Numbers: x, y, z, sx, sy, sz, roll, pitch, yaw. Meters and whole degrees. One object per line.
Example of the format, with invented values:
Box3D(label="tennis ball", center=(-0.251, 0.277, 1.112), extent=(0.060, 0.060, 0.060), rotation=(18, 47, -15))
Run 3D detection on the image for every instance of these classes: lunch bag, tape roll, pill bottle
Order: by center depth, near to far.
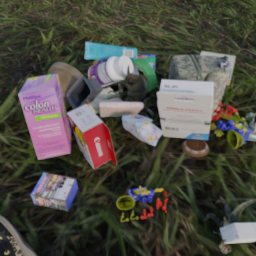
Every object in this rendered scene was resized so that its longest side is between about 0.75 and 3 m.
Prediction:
Box3D(label="lunch bag", center=(0.477, -0.012, 10.162), extent=(1.068, 1.259, 0.801), rotation=(24, 82, 51))
Box3D(label="lunch bag", center=(2.838, -1.640, 11.386), extent=(2.192, 2.613, 1.821), rotation=(-5, 39, -4))
Box3D(label="pill bottle", center=(-0.734, -2.384, 11.823), extent=(1.916, 1.067, 1.067), rotation=(-9, 25, 45))
Box3D(label="tape roll", center=(0.601, -2.223, 11.913), extent=(0.352, 1.466, 1.466), rotation=(-33, 48, -21))

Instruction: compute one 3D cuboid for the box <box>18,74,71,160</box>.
Box3D(label="box", center=(-2.777, -0.462, 9.732), extent=(1.122, 2.321, 2.042), rotation=(-12, 25, -6))

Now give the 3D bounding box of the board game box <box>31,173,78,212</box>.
Box3D(label="board game box", center=(-2.211, 1.937, 8.511), extent=(1.093, 0.529, 0.872), rotation=(9, 42, 11))

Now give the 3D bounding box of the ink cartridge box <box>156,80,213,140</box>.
Box3D(label="ink cartridge box", center=(1.970, -0.705, 9.544), extent=(1.724, 2.973, 1.008), rotation=(5, 64, 14))

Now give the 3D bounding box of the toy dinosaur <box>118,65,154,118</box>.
Box3D(label="toy dinosaur", center=(0.280, -1.565, 11.414), extent=(1.310, 2.561, 0.986), rotation=(-10, 37, -5))

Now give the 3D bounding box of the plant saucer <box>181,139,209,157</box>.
Box3D(label="plant saucer", center=(2.504, 0.674, 10.419), extent=(1.022, 0.187, 1.022), rotation=(0, 38, 0))

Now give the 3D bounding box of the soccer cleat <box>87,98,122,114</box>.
Box3D(label="soccer cleat", center=(-1.008, -0.899, 12.074), extent=(1.798, 0.623, 0.697), rotation=(-13, 42, -21))

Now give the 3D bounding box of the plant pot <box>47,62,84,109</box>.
Box3D(label="plant pot", center=(-2.935, -1.550, 12.111), extent=(1.942, 1.942, 1.685), rotation=(17, 58, 20))

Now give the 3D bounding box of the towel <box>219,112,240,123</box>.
Box3D(label="towel", center=(4.293, -0.465, 11.930), extent=(0.898, 0.081, 0.387), rotation=(26, 46, 29))

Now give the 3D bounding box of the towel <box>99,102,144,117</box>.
Box3D(label="towel", center=(-0.326, -0.709, 10.993), extent=(1.651, 1.577, 0.266), rotation=(-2, 79, -7))

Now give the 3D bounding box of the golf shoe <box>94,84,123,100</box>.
Box3D(label="golf shoe", center=(-1.095, -1.536, 12.483), extent=(1.927, 0.937, 0.754), rotation=(-24, 71, -25))

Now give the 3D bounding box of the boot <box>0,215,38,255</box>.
Box3D(label="boot", center=(-3.288, 3.308, 6.580), extent=(2.503, 0.916, 1.884), rotation=(33, 49, 27))

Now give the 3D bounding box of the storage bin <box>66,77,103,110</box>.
Box3D(label="storage bin", center=(-1.635, -1.350, 11.104), extent=(0.887, 1.320, 0.961), rotation=(-20, 74, -50))

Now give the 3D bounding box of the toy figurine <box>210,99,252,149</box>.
Box3D(label="toy figurine", center=(3.997, -0.024, 9.987), extent=(1.330, 1.171, 2.220), rotation=(15, 21, -15))

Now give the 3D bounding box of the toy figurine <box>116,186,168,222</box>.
Box3D(label="toy figurine", center=(0.314, 2.156, 8.408), extent=(1.544, 0.814, 0.925), rotation=(-9, 11, -15))

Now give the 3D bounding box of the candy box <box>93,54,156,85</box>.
Box3D(label="candy box", center=(-0.113, -2.969, 13.979), extent=(2.861, 1.102, 2.419), rotation=(5, 30, 5))

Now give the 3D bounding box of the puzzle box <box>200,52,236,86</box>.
Box3D(label="puzzle box", center=(4.692, -3.314, 15.263), extent=(1.964, 0.375, 2.953), rotation=(14, 41, 17))

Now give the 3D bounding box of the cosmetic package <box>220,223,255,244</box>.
Box3D(label="cosmetic package", center=(2.963, 2.709, 7.216), extent=(1.022, 0.576, 0.414), rotation=(12, 53, -27))

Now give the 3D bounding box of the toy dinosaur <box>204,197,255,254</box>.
Box3D(label="toy dinosaur", center=(2.747, 2.527, 7.840), extent=(0.941, 0.507, 2.135), rotation=(36, 50, 16))

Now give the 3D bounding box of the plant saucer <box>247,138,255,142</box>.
Box3D(label="plant saucer", center=(4.751, 0.413, 10.641), extent=(1.457, 0.138, 0.510), rotation=(7, 10, 9))

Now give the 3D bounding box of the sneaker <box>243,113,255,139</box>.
Box3D(label="sneaker", center=(5.027, -0.253, 11.025), extent=(0.696, 0.803, 1.811), rotation=(10, 32, 10))

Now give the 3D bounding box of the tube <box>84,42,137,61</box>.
Box3D(label="tube", center=(-0.771, -3.344, 12.467), extent=(2.282, 0.575, 0.883), rotation=(3, 64, -11))

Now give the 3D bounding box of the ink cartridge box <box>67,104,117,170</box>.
Box3D(label="ink cartridge box", center=(-1.173, 0.420, 9.336), extent=(0.766, 1.827, 1.604), rotation=(-29, 46, -19))
